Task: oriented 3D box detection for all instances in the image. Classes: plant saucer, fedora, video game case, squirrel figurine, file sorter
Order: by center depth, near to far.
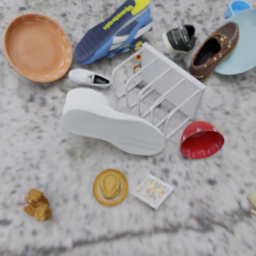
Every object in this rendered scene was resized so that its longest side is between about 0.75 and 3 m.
[{"bbox_3d":[-2.165,1.870,6.848,0.610,0.804,0.862,-28,61,-35],"label":"squirrel figurine"},{"bbox_3d":[0.639,1.632,7.264,0.766,0.096,0.842,26,43,29],"label":"video game case"},{"bbox_3d":[-0.475,1.539,7.396,1.045,0.426,1.045,0,65,0],"label":"fedora"},{"bbox_3d":[0.781,-0.962,7.968,1.366,1.522,2.193,-41,68,-18],"label":"file sorter"},{"bbox_3d":[-2.768,-2.421,8.634,2.112,0.395,2.112,2,86,-34],"label":"plant saucer"},{"bbox_3d":[3.663,-2.672,8.947,2.352,0.453,2.352,-23,55,38],"label":"plant saucer"}]

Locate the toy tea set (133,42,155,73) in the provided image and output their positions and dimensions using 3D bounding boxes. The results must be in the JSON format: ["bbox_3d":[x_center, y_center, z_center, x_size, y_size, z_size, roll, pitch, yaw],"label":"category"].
[{"bbox_3d":[0.482,-2.224,8.992,0.596,1.002,0.371,3,28,-19],"label":"toy tea set"}]

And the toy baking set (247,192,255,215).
[{"bbox_3d":[3.874,2.010,7.309,1.447,0.168,1.111,29,67,13],"label":"toy baking set"}]

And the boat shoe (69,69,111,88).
[{"bbox_3d":[-1.159,-1.554,8.678,1.325,0.433,0.487,6,89,-17],"label":"boat shoe"}]

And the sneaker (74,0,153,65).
[{"bbox_3d":[-0.396,-2.910,9.158,2.999,1.234,1.109,-34,53,5],"label":"sneaker"}]

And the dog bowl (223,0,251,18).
[{"bbox_3d":[4.109,-3.944,10.107,0.952,0.423,1.708,-9,64,-4],"label":"dog bowl"}]

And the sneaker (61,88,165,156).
[{"bbox_3d":[-0.371,-0.289,7.774,2.889,1.064,1.670,21,26,-21],"label":"sneaker"}]

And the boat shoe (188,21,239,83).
[{"bbox_3d":[2.785,-2.547,8.903,0.855,0.855,2.430,29,75,29],"label":"boat shoe"}]

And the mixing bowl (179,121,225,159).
[{"bbox_3d":[1.936,0.244,7.615,1.196,1.196,0.648,-3,47,-1],"label":"mixing bowl"}]

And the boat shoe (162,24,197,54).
[{"bbox_3d":[1.844,-2.847,8.821,0.822,0.774,2.288,60,32,-1],"label":"boat shoe"}]
